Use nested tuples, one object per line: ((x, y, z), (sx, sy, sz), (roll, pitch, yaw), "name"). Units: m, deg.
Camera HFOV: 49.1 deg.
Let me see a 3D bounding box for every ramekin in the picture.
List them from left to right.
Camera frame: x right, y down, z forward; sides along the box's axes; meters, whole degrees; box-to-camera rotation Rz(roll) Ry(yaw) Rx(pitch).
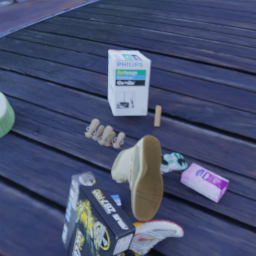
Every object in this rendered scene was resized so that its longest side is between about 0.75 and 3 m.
((-6.326, -0.662, 12.310), (2.344, 1.145, 2.344), (6, 60, -10), "ramekin")

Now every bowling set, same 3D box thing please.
((-1.009, 0.434, 12.019), (1.626, 1.132, 0.873), (27, 71, 2), "bowling set")

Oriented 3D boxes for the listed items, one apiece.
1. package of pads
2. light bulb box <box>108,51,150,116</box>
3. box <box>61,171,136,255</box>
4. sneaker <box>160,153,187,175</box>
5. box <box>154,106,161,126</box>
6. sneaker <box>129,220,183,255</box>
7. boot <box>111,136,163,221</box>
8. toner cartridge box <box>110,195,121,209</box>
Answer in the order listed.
((2.761, 1.959, 10.183), (1.515, 0.573, 0.913), (27, 37, 28), "package of pads")
((-0.061, -2.175, 13.206), (1.578, 2.529, 2.507), (-2, 25, -10), "light bulb box")
((-0.930, 2.870, 7.472), (0.664, 2.704, 2.180), (-8, 38, -36), "box")
((1.343, 1.479, 10.549), (1.684, 1.178, 0.654), (10, 50, -36), "sneaker")
((1.347, -0.531, 12.751), (0.098, 0.921, 0.753), (6, 2, 17), "box")
((0.475, 3.343, 8.466), (2.454, 0.955, 1.008), (-5, 71, -8), "sneaker")
((0.181, 1.766, 9.331), (0.969, 2.069, 2.662), (16, 63, -26), "boot")
((-0.823, 2.582, 9.595), (1.083, 0.234, 0.514), (-2, 30, -11), "toner cartridge box")
